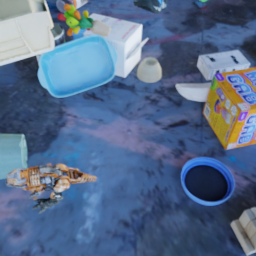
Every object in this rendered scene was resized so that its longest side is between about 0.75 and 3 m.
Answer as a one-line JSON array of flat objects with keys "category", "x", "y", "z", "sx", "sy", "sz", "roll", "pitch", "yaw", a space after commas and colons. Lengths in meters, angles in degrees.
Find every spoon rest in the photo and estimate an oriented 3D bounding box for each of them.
[{"category": "spoon rest", "x": 2.983, "y": -1.242, "z": 9.059, "sx": 2.878, "sy": 0.872, "sz": 1.430, "roll": 8, "pitch": 15, "yaw": 3}]

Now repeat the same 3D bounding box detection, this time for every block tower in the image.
[{"category": "block tower", "x": 3.842, "y": 2.048, "z": 6.342, "sx": 2.777, "sy": 0.803, "sz": 0.750, "roll": -12, "pitch": 49, "yaw": -9}]

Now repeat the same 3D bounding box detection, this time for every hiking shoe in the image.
[{"category": "hiking shoe", "x": 0.857, "y": -4.554, "z": 9.364, "sx": 0.963, "sy": 1.122, "sz": 2.588, "roll": 21, "pitch": 31, "yaw": 3}]

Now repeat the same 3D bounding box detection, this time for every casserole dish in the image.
[{"category": "casserole dish", "x": -1.664, "y": -2.038, "z": 9.412, "sx": 2.720, "sy": 1.648, "sz": 0.528, "roll": -18, "pitch": 5, "yaw": 4}]

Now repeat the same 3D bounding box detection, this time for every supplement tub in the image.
[{"category": "supplement tub", "x": -2.699, "y": -6.207, "z": 13.554, "sx": 0.904, "sy": 0.904, "sz": 1.691, "roll": 25, "pitch": 52, "yaw": 20}]

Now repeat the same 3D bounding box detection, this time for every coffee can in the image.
[{"category": "coffee can", "x": -2.772, "y": -2.770, "z": 10.072, "sx": 1.137, "sy": 1.554, "sz": 1.137, "roll": 0, "pitch": 49, "yaw": 0}]

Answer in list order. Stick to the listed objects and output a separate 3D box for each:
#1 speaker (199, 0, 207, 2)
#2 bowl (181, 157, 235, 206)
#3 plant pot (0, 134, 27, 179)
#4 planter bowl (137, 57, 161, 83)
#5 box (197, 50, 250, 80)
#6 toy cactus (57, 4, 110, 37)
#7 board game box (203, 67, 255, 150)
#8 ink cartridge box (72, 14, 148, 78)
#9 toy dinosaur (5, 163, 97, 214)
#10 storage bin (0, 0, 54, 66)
[{"category": "speaker", "x": 3.717, "y": -7.001, "z": 14.513, "sx": 0.527, "sy": 0.527, "sz": 1.191, "roll": -11, "pitch": 50, "yaw": -9}, {"category": "bowl", "x": 2.033, "y": 1.383, "z": 7.268, "sx": 1.352, "sy": 0.265, "sz": 1.352, "roll": 0, "pitch": 48, "yaw": 0}, {"category": "plant pot", "x": -3.383, "y": 0.737, "z": 7.182, "sx": 1.409, "sy": 1.439, "sz": 1.439, "roll": -4, "pitch": 48, "yaw": -13}, {"category": "planter bowl", "x": 0.785, "y": -2.166, "z": 10.177, "sx": 0.911, "sy": 0.613, "sz": 0.911, "roll": 1, "pitch": 48, "yaw": -1}, {"category": "box", "x": 3.523, "y": -2.345, "z": 10.413, "sx": 1.621, "sy": 0.488, "sz": 0.946, "roll": -11, "pitch": 49, "yaw": -9}, {"category": "toy cactus", "x": -0.928, "y": -2.218, "z": 6.077, "sx": 1.056, "sy": 0.655, "sz": 1.280, "roll": 21, "pitch": 13, "yaw": 0}, {"category": "board game box", "x": 3.358, "y": -0.578, "z": 8.109, "sx": 1.585, "sy": 1.586, "sz": 1.585, "roll": -11, "pitch": 49, "yaw": -9}, {"category": "ink cartridge box", "x": -0.583, "y": -3.002, "z": 10.306, "sx": 2.339, "sy": 1.465, "sz": 1.503, "roll": 19, "pitch": 49, "yaw": 16}, {"category": "toy dinosaur", "x": -1.199, "y": 0.890, "z": 4.493, "sx": 1.417, "sy": 0.962, "sz": 0.724, "roll": 23, "pitch": 48, "yaw": -21}, {"category": "storage bin", "x": -3.381, "y": -2.996, "z": 7.417, "sx": 2.484, "sy": 1.173, "sz": 2.502, "roll": -18, "pitch": 58, "yaw": -7}]
